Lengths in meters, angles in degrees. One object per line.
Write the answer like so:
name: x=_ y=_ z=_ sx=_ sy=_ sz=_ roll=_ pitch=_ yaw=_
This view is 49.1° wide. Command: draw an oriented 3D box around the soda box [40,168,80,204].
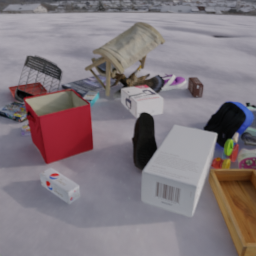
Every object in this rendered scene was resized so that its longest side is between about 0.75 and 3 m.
soda box: x=-1.936 y=1.613 z=7.894 sx=1.275 sy=0.434 sz=0.406 roll=21 pitch=35 yaw=34

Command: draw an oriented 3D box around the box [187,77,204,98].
box: x=3.477 y=-2.117 z=14.498 sx=0.498 sy=0.666 sz=1.330 roll=-1 pitch=29 yaw=-1

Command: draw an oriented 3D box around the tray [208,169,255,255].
tray: x=3.044 y=2.029 z=7.100 sx=1.311 sy=0.492 sz=2.658 roll=0 pitch=28 yaw=0

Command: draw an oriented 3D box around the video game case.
video game case: x=-1.998 y=-2.346 z=15.366 sx=2.673 sy=0.254 sz=1.909 roll=-23 pitch=36 yaw=-38

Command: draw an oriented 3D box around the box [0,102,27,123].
box: x=-4.845 y=-0.709 z=12.304 sx=1.519 sy=0.286 sz=1.038 roll=15 pitch=32 yaw=26

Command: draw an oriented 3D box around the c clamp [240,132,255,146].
c clamp: x=4.491 y=0.464 z=9.020 sx=2.241 sy=0.355 sz=2.623 roll=11 pitch=5 yaw=4

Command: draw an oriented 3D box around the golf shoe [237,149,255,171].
golf shoe: x=4.511 y=0.996 z=8.686 sx=2.177 sy=0.820 sz=0.996 roll=5 pitch=26 yaw=7

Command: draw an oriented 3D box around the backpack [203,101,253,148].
backpack: x=3.613 y=-0.212 z=9.896 sx=1.239 sy=1.476 sz=1.200 roll=-7 pitch=43 yaw=-45

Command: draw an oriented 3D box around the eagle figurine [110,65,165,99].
eagle figurine: x=0.412 y=-2.336 z=14.306 sx=2.420 sy=1.826 sz=1.836 roll=13 pitch=58 yaw=-36

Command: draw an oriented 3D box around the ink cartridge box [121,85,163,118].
ink cartridge box: x=0.605 y=-1.236 z=12.762 sx=1.332 sy=0.776 sz=1.840 roll=-11 pitch=30 yaw=-19

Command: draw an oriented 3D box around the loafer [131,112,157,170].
loafer: x=0.498 y=0.494 z=9.280 sx=0.749 sy=0.732 sz=2.051 roll=19 pitch=57 yaw=-19

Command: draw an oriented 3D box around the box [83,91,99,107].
box: x=-1.820 y=-1.415 z=13.572 sx=0.523 sy=0.313 sz=1.272 roll=5 pitch=29 yaw=10

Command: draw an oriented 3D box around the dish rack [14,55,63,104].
dish rack: x=-3.840 y=-2.034 z=12.422 sx=1.970 sy=2.568 sz=0.701 roll=21 pitch=-27 yaw=-31

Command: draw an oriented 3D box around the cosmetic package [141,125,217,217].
cosmetic package: x=1.585 y=1.078 z=8.242 sx=1.499 sy=1.092 sz=2.949 roll=14 pitch=30 yaw=22

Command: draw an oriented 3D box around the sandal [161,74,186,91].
sandal: x=2.050 y=-2.544 z=15.216 sx=2.933 sy=0.721 sz=1.193 roll=-20 pitch=34 yaw=-32

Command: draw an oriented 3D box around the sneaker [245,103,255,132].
sneaker: x=5.189 y=-0.329 z=10.570 sx=2.757 sy=1.014 sz=1.626 roll=20 pitch=20 yaw=39

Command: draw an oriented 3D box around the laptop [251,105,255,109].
laptop: x=5.690 y=-0.641 z=12.424 sx=0.904 sy=0.467 sz=0.801 roll=-27 pitch=30 yaw=4

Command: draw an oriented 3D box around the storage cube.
storage cube: x=-2.387 y=-0.115 z=9.651 sx=1.998 sy=1.796 sz=1.708 roll=-18 pitch=33 yaw=-28

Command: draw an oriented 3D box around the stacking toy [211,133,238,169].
stacking toy: x=3.075 y=0.735 z=8.904 sx=0.500 sy=1.071 sz=1.183 roll=13 pitch=30 yaw=36

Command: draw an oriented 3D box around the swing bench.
swing bench: x=-0.248 y=-3.471 z=13.503 sx=2.874 sy=2.889 sz=1.875 roll=-40 pitch=89 yaw=-24

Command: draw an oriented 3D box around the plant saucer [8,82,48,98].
plant saucer: x=-5.151 y=-1.858 z=14.408 sx=1.657 sy=0.305 sz=1.660 roll=-15 pitch=33 yaw=-26

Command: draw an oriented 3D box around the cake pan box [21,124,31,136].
cake pan box: x=-3.816 y=0.042 z=11.026 sx=0.705 sy=0.200 sz=0.766 roll=-4 pitch=27 yaw=-11
